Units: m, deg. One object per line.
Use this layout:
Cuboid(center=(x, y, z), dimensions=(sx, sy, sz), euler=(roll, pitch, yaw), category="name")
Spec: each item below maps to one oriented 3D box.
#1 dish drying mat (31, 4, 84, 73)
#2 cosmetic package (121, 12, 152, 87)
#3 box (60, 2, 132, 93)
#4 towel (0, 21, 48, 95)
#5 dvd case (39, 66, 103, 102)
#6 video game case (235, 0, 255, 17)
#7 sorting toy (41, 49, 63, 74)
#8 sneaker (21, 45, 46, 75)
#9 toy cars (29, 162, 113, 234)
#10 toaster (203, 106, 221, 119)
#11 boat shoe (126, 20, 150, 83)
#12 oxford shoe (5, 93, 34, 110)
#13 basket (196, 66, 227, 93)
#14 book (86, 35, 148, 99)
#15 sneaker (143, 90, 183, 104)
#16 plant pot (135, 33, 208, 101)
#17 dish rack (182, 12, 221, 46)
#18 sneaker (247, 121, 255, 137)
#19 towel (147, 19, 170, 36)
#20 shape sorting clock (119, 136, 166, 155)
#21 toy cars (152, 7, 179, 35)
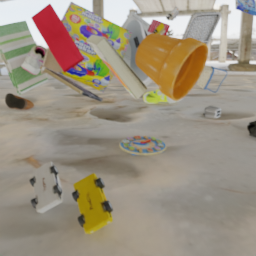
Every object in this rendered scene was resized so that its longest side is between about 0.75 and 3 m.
Cuboid(center=(-1.847, -2.337, 7.316), dimensions=(0.666, 1.733, 0.158), euler=(-32, -4, 10), category="dish drying mat")
Cuboid(center=(0.449, -3.916, 14.565), dimensions=(2.735, 2.744, 1.687), euler=(32, -19, -8), category="cosmetic package")
Cuboid(center=(-1.637, -3.207, 11.595), dimensions=(2.645, 1.614, 2.548), euler=(22, -31, -12), category="box")
Cuboid(center=(-4.639, -3.079, 12.189), dimensions=(0.331, 2.825, 2.155), euler=(-8, 22, 29), category="towel")
Cuboid(center=(-1.698, -1.328, 8.524), dimensions=(1.693, 0.135, 1.259), euler=(32, 7, 20), category="dvd case")
Cuboid(center=(3.951, -4.097, 9.349), dimensions=(0.757, 0.172, 0.686), euler=(17, 55, -5), category="video game case")
Cuboid(center=(-2.672, -2.443, 10.182), dimensions=(0.194, 0.987, 1.066), euler=(41, 35, 20), category="sorting toy")
Cuboid(center=(-3.678, -3.014, 11.880), dimensions=(0.871, 0.944, 2.141), euler=(31, 26, -14), category="sneaker")
Cuboid(center=(-1.069, 1.299, 5.236), dimensions=(2.262, 0.501, 1.014), euler=(8, 53, 34), category="toy cars")
Cuboid(center=(4.021, -0.743, 13.332), dimensions=(0.595, 0.523, 0.921), euler=(14, 20, 36), category="toaster")
Cuboid(center=(0.607, -3.320, 12.461), dimensions=(1.046, 2.993, 0.991), euler=(-23, -20, 26), category="boat shoe")
Cuboid(center=(-6.168, -1.415, 15.798), dimensions=(2.213, 0.789, 0.789), euler=(20, 9, 33), category="oxford shoe")
Cuboid(center=(2.922, -1.805, 10.071), dimensions=(1.017, 0.897, 0.707), euler=(24, 35, 1), category="basket")
Cuboid(center=(-0.448, -2.127, 9.648), dimensions=(0.551, 2.295, 1.533), euler=(-43, 30, -1), category="book")
Cuboid(center=(2.153, -2.094, 17.754), dimensions=(2.553, 0.967, 1.341), euler=(-3, 14, -7), category="sneaker")
Cuboid(center=(1.188, -1.982, 8.404), dimensions=(1.652, 1.804, 1.804), euler=(35, 30, 25), category="plant pot")
Cuboid(center=(2.751, -3.800, 11.031), dimensions=(1.481, 1.726, 0.376), euler=(-14, 56, -25), category="dish rack")
Cuboid(center=(4.915, -0.073, 10.408), dimensions=(0.881, 0.737, 1.942), euler=(-3, 8, 27), category="sneaker")
Cuboid(center=(1.377, -4.449, 12.563), dimensions=(0.884, 0.639, 0.099), euler=(14, 43, -15), category="towel")
Cuboid(center=(0.461, 0.521, 8.801), dimensions=(1.475, 0.289, 1.475), euler=(0, 14, 0), category="shape sorting clock")
Cuboid(center=(1.472, -3.997, 10.706), dimensions=(1.607, 0.356, 0.721), euler=(-36, 13, 50), category="toy cars")
